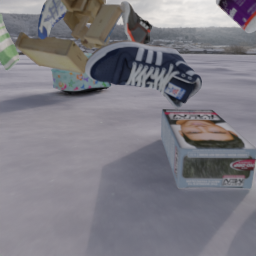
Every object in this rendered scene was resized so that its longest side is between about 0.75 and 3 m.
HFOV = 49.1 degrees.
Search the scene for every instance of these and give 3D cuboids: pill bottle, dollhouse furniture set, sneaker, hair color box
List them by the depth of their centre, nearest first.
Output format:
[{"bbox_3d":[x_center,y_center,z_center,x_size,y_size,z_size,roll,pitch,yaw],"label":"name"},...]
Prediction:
[{"bbox_3d":[0.403,-0.926,5.125,2.205,0.773,1.196,-10,53,-33],"label":"sneaker"},{"bbox_3d":[1.500,0.292,5.972,1.310,0.803,2.647,0,19,0],"label":"hair color box"},{"bbox_3d":[2.614,-2.944,6.496,1.413,0.795,0.795,49,35,12],"label":"pill bottle"},{"bbox_3d":[-0.416,-2.500,7.921,1.516,1.048,1.606,27,-6,43],"label":"dollhouse furniture set"},{"bbox_3d":[0.277,-3.092,8.303,0.800,0.753,1.954,-12,-13,8],"label":"sneaker"},{"bbox_3d":[-1.954,-3.376,8.892,1.883,2.834,2.484,14,-12,21],"label":"dollhouse furniture set"},{"bbox_3d":[-2.785,-4.518,10.859,1.042,2.363,0.890,16,11,-21],"label":"sneaker"}]

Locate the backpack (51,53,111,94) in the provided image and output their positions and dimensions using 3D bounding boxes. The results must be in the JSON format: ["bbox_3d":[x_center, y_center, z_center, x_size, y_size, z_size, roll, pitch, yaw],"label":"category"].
[{"bbox_3d":[-2.285,-2.562,13.314,2.275,1.929,2.562,15,28,40],"label":"backpack"}]

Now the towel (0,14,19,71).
[{"bbox_3d":[-3.732,-2.546,8.370,0.169,1.443,1.100,-8,33,6],"label":"towel"}]
